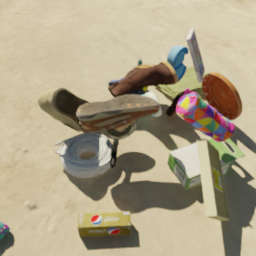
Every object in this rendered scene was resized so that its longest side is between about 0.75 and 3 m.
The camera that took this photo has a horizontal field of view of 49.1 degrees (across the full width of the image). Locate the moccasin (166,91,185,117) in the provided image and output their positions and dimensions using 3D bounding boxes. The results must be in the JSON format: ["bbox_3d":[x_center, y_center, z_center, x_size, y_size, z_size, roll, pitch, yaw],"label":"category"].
[{"bbox_3d":[2.070,-0.990,11.400,0.484,1.322,0.510,41,34,20],"label":"moccasin"}]

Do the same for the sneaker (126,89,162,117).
[{"bbox_3d":[0.440,-0.881,11.256,1.118,1.009,2.729,-26,20,-9],"label":"sneaker"}]

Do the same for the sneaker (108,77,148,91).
[{"bbox_3d":[-0.012,-2.072,12.945,1.839,0.680,0.756,1,62,-8],"label":"sneaker"}]

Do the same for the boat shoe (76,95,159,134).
[{"bbox_3d":[-0.285,-0.391,8.664,2.523,0.906,0.955,-8,33,-3],"label":"boat shoe"}]

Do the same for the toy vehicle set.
[{"bbox_3d":[2.380,1.467,7.840,0.276,1.296,2.086,-15,61,28],"label":"toy vehicle set"}]

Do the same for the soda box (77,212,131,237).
[{"bbox_3d":[-0.639,2.618,7.627,1.419,0.481,0.454,-1,40,-2],"label":"soda box"}]

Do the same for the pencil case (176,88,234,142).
[{"bbox_3d":[2.313,-0.328,8.360,1.945,0.860,0.860,34,31,-27],"label":"pencil case"}]

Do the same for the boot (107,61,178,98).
[{"bbox_3d":[0.511,-1.733,11.135,2.275,0.989,2.734,-33,26,-9],"label":"boot"}]

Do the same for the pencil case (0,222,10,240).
[{"bbox_3d":[-3.599,2.932,7.241,0.510,0.470,1.103,-23,23,41],"label":"pencil case"}]

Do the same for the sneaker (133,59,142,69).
[{"bbox_3d":[0.416,-2.761,13.003,0.404,1.010,0.360,0,50,-10],"label":"sneaker"}]

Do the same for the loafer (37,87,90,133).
[{"bbox_3d":[-2.044,-0.620,9.817,1.006,2.947,1.115,11,73,24],"label":"loafer"}]

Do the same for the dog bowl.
[{"bbox_3d":[1.963,-2.600,11.395,0.939,1.685,0.418,-39,59,-23],"label":"dog bowl"}]

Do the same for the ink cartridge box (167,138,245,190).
[{"bbox_3d":[2.570,1.071,9.300,2.237,0.663,1.161,-17,47,-19],"label":"ink cartridge box"}]

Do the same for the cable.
[{"bbox_3d":[-1.399,0.915,9.557,1.838,0.637,1.839,-26,47,-28],"label":"cable"}]

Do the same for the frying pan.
[{"bbox_3d":[-0.216,0.210,9.475,1.363,0.367,2.253,-17,62,-5],"label":"frying pan"}]

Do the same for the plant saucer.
[{"bbox_3d":[3.652,-1.241,10.878,0.332,2.056,2.056,-32,47,-11],"label":"plant saucer"}]

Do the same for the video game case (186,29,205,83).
[{"bbox_3d":[2.587,-2.742,10.643,0.157,1.742,1.248,-9,31,26],"label":"video game case"}]

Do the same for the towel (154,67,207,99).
[{"bbox_3d":[2.758,-2.135,13.345,2.741,0.500,2.033,-21,43,-22],"label":"towel"}]
